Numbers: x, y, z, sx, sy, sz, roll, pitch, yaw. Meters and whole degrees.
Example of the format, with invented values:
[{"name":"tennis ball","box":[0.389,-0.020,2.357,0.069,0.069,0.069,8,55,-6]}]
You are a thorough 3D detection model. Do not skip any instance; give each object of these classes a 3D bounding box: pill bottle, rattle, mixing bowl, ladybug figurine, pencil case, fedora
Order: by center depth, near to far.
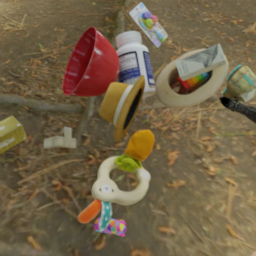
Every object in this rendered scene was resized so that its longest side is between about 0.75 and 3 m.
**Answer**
[{"name":"rattle","box":[-0.150,1.116,5.986,1.957,1.398,1.274,-32,84,-45]},{"name":"pencil case","box":[-0.472,2.596,7.345,0.912,0.403,0.403,-9,34,42]},{"name":"fedora","box":[-0.244,-0.699,8.319,0.932,2.285,2.285,24,50,7]},{"name":"ladybug figurine","box":[2.058,-1.512,9.004,2.518,0.906,1.710,-31,67,2]},{"name":"mixing bowl","box":[-1.131,-2.018,9.524,1.309,2.417,2.417,19,39,-29]},{"name":"pill bottle","box":[0.198,-2.238,10.203,1.262,1.262,2.272,-10,87,-9]}]

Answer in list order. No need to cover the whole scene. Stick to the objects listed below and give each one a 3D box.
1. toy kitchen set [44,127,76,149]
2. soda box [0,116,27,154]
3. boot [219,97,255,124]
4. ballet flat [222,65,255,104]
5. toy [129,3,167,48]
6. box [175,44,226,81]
[{"name":"toy kitchen set","box":[-2.141,0.339,8.838,0.677,0.750,0.612,-12,74,36]},{"name":"soda box","box":[-5.269,0.571,10.840,0.783,0.829,2.448,35,56,29]},{"name":"boot","box":[3.635,-0.469,8.579,1.409,0.560,1.618,20,13,-19]},{"name":"ballet flat","box":[3.753,-1.283,9.358,1.017,2.878,1.017,-1,87,16]},{"name":"toy","box":[0.831,-3.703,9.901,0.360,1.526,0.879,-18,29,52]},{"name":"box","box":[2.008,-1.802,7.793,1.273,0.435,0.523,-21,78,18]}]
